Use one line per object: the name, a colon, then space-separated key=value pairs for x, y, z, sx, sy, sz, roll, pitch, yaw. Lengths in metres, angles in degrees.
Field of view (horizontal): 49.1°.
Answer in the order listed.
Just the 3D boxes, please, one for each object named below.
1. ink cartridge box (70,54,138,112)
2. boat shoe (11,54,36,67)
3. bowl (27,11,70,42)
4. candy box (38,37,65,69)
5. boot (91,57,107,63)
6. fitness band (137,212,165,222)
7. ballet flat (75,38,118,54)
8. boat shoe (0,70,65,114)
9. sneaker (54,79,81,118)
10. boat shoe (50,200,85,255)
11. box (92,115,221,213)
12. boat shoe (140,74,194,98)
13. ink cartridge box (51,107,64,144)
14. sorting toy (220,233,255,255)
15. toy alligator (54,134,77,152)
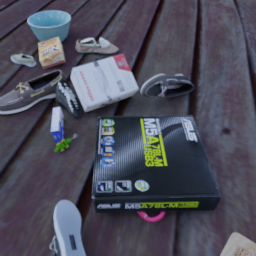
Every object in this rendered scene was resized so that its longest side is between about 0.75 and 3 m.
ink cartridge box: x=-0.786 y=-1.446 z=9.074 sx=1.810 sy=0.750 sz=1.328 roll=-21 pitch=86 yaw=-21
boat shoe: x=-4.205 y=-2.781 z=11.230 sx=1.193 sy=0.370 sz=0.430 roll=17 pitch=46 yaw=18
bowl: x=-3.453 y=-4.433 z=12.566 sx=1.857 sy=0.971 sz=1.857 roll=0 pitch=42 yaw=0
candy box: x=-3.127 y=-3.070 z=11.399 sx=0.908 sy=0.435 sz=1.572 roll=-19 pitch=44 yaw=-3
boot: x=-0.893 y=-2.077 z=10.384 sx=1.254 sy=0.566 sz=1.531 roll=-29 pitch=50 yaw=-34
fitness band: x=0.475 y=1.791 z=6.480 sx=0.599 sy=0.156 sz=0.834 roll=-25 pitch=46 yaw=-26
ballet flat: x=-1.316 y=-3.465 z=11.789 sx=1.823 sy=0.613 sz=0.621 roll=-2 pitch=43 yaw=-2
boat shoe: x=-3.228 y=-1.222 z=9.281 sx=2.478 sy=0.738 sz=0.890 roll=-26 pitch=49 yaw=-25
sneaker: x=-1.990 y=-0.839 z=9.087 sx=0.478 sy=0.651 sz=1.438 roll=-3 pitch=58 yaw=-54
boat shoe: x=-1.224 y=2.260 z=5.606 sx=0.601 sy=0.556 sz=1.629 roll=12 pitch=39 yaw=-41
box: x=0.557 y=0.767 z=7.113 sx=2.774 sy=0.682 sz=2.872 roll=-2 pitch=40 yaw=-1
boat shoe: x=1.360 y=-1.343 z=9.202 sx=2.169 sy=0.725 sz=0.618 roll=-18 pitch=47 yaw=-39
ink cartridge box: x=-2.066 y=-0.089 z=8.237 sx=0.232 sy=0.494 sz=1.050 roll=-10 pitch=43 yaw=-1
sorting toy: x=2.151 y=3.482 z=4.070 sx=2.648 sy=0.927 sz=2.664 roll=28 pitch=50 yaw=26
toy alligator: x=-1.783 y=0.436 z=7.901 sx=0.819 sy=0.243 sz=0.222 roll=-41 pitch=16 yaw=-35
